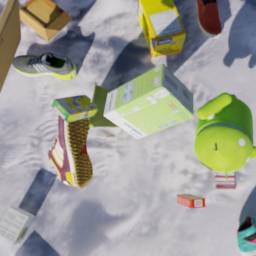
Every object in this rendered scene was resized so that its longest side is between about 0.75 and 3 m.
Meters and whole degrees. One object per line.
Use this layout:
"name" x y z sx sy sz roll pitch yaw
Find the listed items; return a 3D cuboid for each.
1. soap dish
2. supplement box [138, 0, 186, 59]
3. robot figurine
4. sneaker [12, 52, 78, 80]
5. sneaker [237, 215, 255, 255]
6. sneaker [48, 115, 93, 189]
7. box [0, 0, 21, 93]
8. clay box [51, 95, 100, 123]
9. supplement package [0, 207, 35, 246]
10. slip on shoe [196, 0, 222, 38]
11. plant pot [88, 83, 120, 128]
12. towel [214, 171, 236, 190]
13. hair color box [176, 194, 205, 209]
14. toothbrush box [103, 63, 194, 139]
"soap dish" -3.592 -4.786 11.965 1.896 0.770 1.491 39 77 12
"supplement box" 1.314 -4.287 11.547 1.268 1.276 2.329 -15 73 -4
"robot figurine" 2.629 0.144 7.719 1.491 2.262 2.578 -17 30 33
"sneaker" -3.371 -2.607 11.143 2.603 1.054 0.962 4 73 1
"sneaker" 4.479 3.466 9.464 1.856 0.776 1.121 -20 83 -5
"sneaker" -1.839 0.455 8.143 1.254 1.043 2.784 9 112 28
"box" -3.912 -2.535 8.863 0.271 2.082 2.547 14 64 -12
"clay box" -1.179 -0.470 6.469 0.591 1.028 0.245 43 122 20
"supplement package" -3.824 3.309 9.481 0.749 0.755 0.994 24 74 7
"slip on shoe" 3.482 -4.980 12.040 0.914 0.755 2.469 -7 75 -4
"plant pot" -0.610 -0.664 10.382 1.584 1.723 1.723 10 73 -9
"towel" 3.549 1.747 10.303 0.734 0.116 1.019 0 73 -1
"hair color box" 1.538 1.800 6.918 0.393 0.773 0.237 0 86 -15
"toothbrush box" 0.609 -0.676 8.277 2.161 1.573 0.930 -25 45 36
